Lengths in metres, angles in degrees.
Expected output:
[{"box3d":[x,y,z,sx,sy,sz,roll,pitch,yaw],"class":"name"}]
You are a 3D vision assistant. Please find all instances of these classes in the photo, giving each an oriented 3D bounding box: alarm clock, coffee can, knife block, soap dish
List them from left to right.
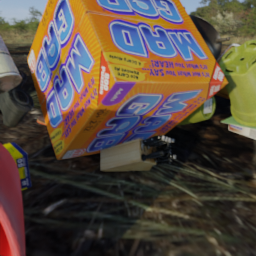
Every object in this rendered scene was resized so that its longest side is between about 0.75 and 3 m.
[{"box3d":[-2.162,-1.046,4.360,0.656,0.896,0.656,-27,-4,-2],"class":"coffee can"},{"box3d":[0.171,0.527,5.876,1.540,0.493,1.352,0,-22,-4],"class":"knife block"},{"box3d":[1.707,-2.277,8.747,1.892,0.934,2.806,32,-21,-2],"class":"alarm clock"},{"box3d":[3.638,-1.769,9.514,1.611,2.047,0.831,17,63,-9],"class":"soap dish"}]

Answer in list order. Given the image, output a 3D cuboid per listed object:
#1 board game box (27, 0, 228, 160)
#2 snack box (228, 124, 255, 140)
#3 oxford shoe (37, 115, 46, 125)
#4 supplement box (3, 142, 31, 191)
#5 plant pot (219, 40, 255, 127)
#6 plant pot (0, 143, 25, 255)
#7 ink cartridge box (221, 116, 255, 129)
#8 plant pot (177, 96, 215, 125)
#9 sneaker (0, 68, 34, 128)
[{"box3d":[-0.248,-1.329,6.389,2.857,2.854,2.855,-6,64,-36],"class":"board game box"},{"box3d":[4.581,-0.209,9.024,2.884,0.351,1.037,-14,24,-32],"class":"snack box"},{"box3d":[-2.145,-0.417,9.219,1.689,0.613,0.601,-3,21,-7],"class":"oxford shoe"},{"box3d":[-2.758,0.917,5.483,1.425,0.776,0.780,-16,26,-37],"class":"supplement box"},{"box3d":[3.412,-1.304,7.625,1.916,1.762,1.916,-28,37,24],"class":"plant pot"},{"box3d":[-2.319,1.028,3.155,2.562,2.562,2.267,-5,10,-12],"class":"plant pot"},{"box3d":[4.472,-0.594,8.605,2.833,0.679,2.062,-17,22,-41],"class":"ink cartridge box"},{"box3d":[1.611,-0.701,8.040,1.476,1.476,1.578,-19,19,-40],"class":"plant pot"},{"box3d":[-2.623,-0.749,6.135,0.680,0.812,1.790,19,32,-39],"class":"sneaker"}]
